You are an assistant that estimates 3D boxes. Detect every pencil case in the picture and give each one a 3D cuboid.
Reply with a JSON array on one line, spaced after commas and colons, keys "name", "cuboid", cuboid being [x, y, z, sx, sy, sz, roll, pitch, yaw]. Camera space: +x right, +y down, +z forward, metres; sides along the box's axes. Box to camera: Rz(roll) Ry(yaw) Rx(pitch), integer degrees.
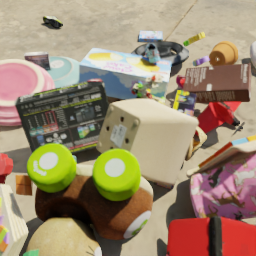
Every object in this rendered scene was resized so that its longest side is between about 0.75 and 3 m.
[{"name": "pencil case", "cuboid": [2.570, 1.126, 5.375, 2.777, 1.150, 1.201, -25, 44, 31]}]

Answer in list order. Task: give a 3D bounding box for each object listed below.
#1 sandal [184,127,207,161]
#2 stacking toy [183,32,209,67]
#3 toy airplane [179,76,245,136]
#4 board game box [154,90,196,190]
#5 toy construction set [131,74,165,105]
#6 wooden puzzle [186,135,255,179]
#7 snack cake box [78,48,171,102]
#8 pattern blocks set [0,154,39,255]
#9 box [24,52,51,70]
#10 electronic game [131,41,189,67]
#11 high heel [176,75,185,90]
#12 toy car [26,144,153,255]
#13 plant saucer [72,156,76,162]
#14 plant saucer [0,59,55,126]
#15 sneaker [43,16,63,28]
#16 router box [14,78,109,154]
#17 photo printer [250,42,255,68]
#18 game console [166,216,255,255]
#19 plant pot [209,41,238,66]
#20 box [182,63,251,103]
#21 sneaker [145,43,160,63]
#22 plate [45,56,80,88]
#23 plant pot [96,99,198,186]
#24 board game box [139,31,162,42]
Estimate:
[{"name": "sandal", "cuboid": [1.848, 0.160, 7.624, 0.599, 0.668, 1.821, 10, 42, -3]}, {"name": "stacking toy", "cuboid": [2.311, -2.134, 8.842, 0.479, 1.538, 2.040, -23, 10, 9]}, {"name": "toy airplane", "cuboid": [2.526, -0.875, 8.415, 2.508, 0.461, 2.508, 7, 58, -11]}, {"name": "board game box", "cuboid": [1.154, 0.274, 6.827, 0.535, 1.559, 1.886, 14, 47, 9]}, {"name": "toy construction set", "cuboid": [0.621, -0.892, 7.736, 0.902, 1.376, 0.634, 25, 61, 29]}, {"name": "wooden puzzle", "cuboid": [2.443, 0.549, 6.206, 1.807, 1.953, 0.364, -10, 70, -26]}, {"name": "snack cake box", "cuboid": [-0.068, -1.677, 8.994, 2.715, 0.912, 1.561, 11, 35, 4]}, {"name": "pattern blocks set", "cuboid": [-2.283, 1.831, 4.999, 0.216, 2.341, 2.663, 17, 5, -41]}, {"name": "box", "cuboid": [-3.139, -2.304, 9.730, 0.806, 0.638, 0.195, -8, 45, -12]}, {"name": "electronic game", "cuboid": [1.169, -2.770, 10.614, 2.238, 0.466, 2.238, -4, 35, 3]}, {"name": "high heel", "cuboid": [2.191, -1.314, 8.963, 1.394, 0.668, 0.469, 31, 83, 22]}, {"name": "toy car", "cuboid": [-0.790, 2.044, 4.707, 2.182, 2.271, 2.765, 4, 56, 11]}, {"name": "plant saucer", "cuboid": [-1.398, 1.068, 6.671, 0.078, 0.288, 0.824, -4, 75, 39]}, {"name": "plant saucer", "cuboid": [-3.520, -1.239, 8.575, 2.480, 0.629, 2.480, 5, 56, -8]}, {"name": "sneaker", "cuboid": [-3.423, -4.984, 13.004, 1.171, 0.432, 0.474, 30, 49, 25]}, {"name": "router box", "cuboid": [-1.498, -0.192, 7.017, 2.150, 1.611, 0.668, -14, 25, -9]}, {"name": "photo printer", "cuboid": [5.412, -2.712, 10.264, 1.687, 0.586, 1.404, -11, 55, 13]}, {"name": "game console", "cuboid": [1.548, 2.573, 4.967, 1.498, 1.032, 1.738, 15, 59, -10]}, {"name": "plant pot", "cuboid": [3.294, -2.516, 9.880, 0.939, 0.939, 0.657, 33, 47, 29]}, {"name": "box", "cuboid": [2.393, -1.172, 7.577, 1.699, 0.637, 0.851, 1, 63, 25]}, {"name": "sneaker", "cuboid": [0.781, -2.505, 8.984, 0.436, 0.525, 1.100, -14, 35, -1]}, {"name": "plate", "cuboid": [-2.793, -2.030, 10.078, 2.444, 0.312, 2.444, -1, 45, 1]}, {"name": "plant pot", "cuboid": [0.238, 0.192, 5.644, 1.295, 1.460, 1.462, 9, 15, -42]}, {"name": "board game box", "cuboid": [0.981, -3.965, 12.125, 0.970, 0.178, 0.734, 5, 45, 5]}]
